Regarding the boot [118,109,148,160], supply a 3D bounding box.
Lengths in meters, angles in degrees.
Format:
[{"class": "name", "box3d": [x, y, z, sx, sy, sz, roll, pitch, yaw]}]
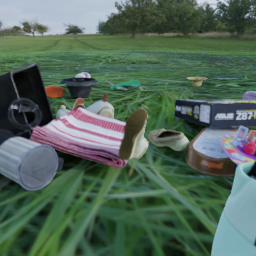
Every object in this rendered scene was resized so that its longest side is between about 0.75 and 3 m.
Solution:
[{"class": "boot", "box3d": [0.196, 0.147, 5.400, 0.358, 0.993, 0.768, 20, 1, 23]}]

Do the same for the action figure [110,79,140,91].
[{"class": "action figure", "box3d": [-0.168, -2.145, 14.392, 1.504, 0.411, 0.889, -9, 21, -6]}]

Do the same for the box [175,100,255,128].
[{"class": "box", "box3d": [2.906, -0.496, 8.383, 2.257, 0.688, 2.800, 0, 7, -9]}]

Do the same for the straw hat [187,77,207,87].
[{"class": "straw hat", "box3d": [3.770, -2.498, 15.337, 1.077, 0.456, 1.077, -1, 20, 1]}]

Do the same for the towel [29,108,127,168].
[{"class": "towel", "box3d": [-0.790, 0.090, 7.073, 2.122, 0.335, 2.947, 16, 16, 7]}]

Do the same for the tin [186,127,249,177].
[{"class": "tin", "box3d": [2.266, 0.467, 6.747, 1.315, 0.492, 2.349, 14, 23, 26]}]

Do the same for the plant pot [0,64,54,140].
[{"class": "plant pot", "box3d": [-3.219, -0.455, 7.359, 1.761, 1.985, 1.980, -10, 19, 3]}]

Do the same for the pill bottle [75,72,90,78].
[{"class": "pill bottle", "box3d": [-2.579, -2.849, 16.086, 0.637, 0.637, 1.135, 3, 20, 10]}]

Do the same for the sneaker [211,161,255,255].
[{"class": "sneaker", "box3d": [2.340, 1.204, 2.502, 3.004, 1.772, 1.105, 10, 20, 23]}]

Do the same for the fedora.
[{"class": "fedora", "box3d": [-2.200, -1.818, 12.794, 1.767, 0.807, 1.767, 0, 18, 0]}]

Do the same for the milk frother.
[{"class": "milk frother", "box3d": [-2.063, 0.256, 5.707, 1.424, 1.514, 1.367, 14, 19, 34]}]

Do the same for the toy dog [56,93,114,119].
[{"class": "toy dog", "box3d": [-1.327, -0.668, 9.242, 1.947, 0.938, 1.284, -9, 21, -25]}]

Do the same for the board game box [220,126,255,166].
[{"class": "board game box", "box3d": [2.987, 0.516, 5.770, 2.065, 0.402, 1.632, 19, 26, 7]}]

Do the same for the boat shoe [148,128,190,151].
[{"class": "boat shoe", "box3d": [0.988, 0.208, 7.135, 0.510, 0.436, 1.391, -40, 27, -25]}]

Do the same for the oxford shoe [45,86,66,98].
[{"class": "oxford shoe", "box3d": [-3.610, -1.680, 12.887, 1.490, 0.531, 0.543, -1, 14, -3]}]

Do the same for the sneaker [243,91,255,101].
[{"class": "sneaker", "box3d": [5.350, -1.057, 11.040, 1.536, 0.618, 0.679, 22, 22, 39]}]
